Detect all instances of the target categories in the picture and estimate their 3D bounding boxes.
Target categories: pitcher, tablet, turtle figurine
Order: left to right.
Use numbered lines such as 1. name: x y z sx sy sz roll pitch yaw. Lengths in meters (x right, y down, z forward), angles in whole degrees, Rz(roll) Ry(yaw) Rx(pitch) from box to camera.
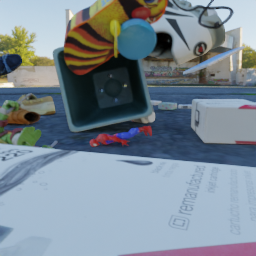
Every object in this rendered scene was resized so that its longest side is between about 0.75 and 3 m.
1. turtle figurine: -1.676 0.061 4.827 1.559 1.122 1.511 -13 20 -38
2. pitcher: 2.048 -3.627 10.144 1.866 1.131 1.600 -29 32 -6
3. tablet: 2.966 -2.331 9.702 1.963 0.134 1.278 -29 11 -27

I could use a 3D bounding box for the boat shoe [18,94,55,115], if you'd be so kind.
1. boat shoe: -3.993 -1.003 11.496 2.381 0.790 0.881 4 11 22

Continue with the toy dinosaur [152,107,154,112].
1. toy dinosaur: 0.368 -1.361 12.098 0.996 1.897 1.721 -16 -21 -3

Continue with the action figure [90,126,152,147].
1. action figure: -0.168 0.210 6.165 1.371 0.354 0.448 -8 7 -17

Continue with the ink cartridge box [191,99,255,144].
1. ink cartridge box: 2.484 -0.234 7.080 1.488 0.854 2.048 1 10 5

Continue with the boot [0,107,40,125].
1. boot: -3.719 -0.315 8.568 1.347 0.665 1.735 9 6 24

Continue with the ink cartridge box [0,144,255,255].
1. ink cartridge box: -0.547 0.749 1.376 2.314 0.981 1.685 2 10 19

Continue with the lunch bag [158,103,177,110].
1. lunch bag: 1.841 -1.003 12.868 0.801 0.309 0.642 6 9 27

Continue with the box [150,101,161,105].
1. box: 1.231 -1.368 15.221 0.923 0.190 0.719 9 14 37

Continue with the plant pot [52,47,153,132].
1. plant pot: -0.602 -1.285 8.442 2.276 2.270 2.318 -12 4 5

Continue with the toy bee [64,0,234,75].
1. toy bee: 0.012 -1.896 4.251 2.627 1.428 1.720 -33 44 -2

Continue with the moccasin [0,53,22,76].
1. moccasin: -3.765 -1.753 8.164 1.472 0.592 0.502 -36 14 -25

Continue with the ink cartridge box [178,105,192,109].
1. ink cartridge box: 2.837 -1.022 13.398 0.826 0.162 0.411 1 10 15

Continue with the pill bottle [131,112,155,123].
1. pill bottle: 0.463 -0.399 9.127 0.462 0.462 0.834 -9 14 -42

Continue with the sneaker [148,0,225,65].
1. sneaker: 0.699 -2.260 6.259 1.285 1.075 2.903 -35 39 -2
